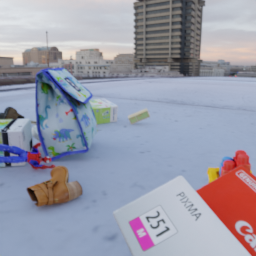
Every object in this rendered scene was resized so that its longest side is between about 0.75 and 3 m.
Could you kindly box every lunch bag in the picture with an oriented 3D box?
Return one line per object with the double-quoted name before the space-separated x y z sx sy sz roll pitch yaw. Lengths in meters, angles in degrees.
"lunch bag" -2.204 -0.681 9.874 1.843 2.892 2.459 -16 13 5

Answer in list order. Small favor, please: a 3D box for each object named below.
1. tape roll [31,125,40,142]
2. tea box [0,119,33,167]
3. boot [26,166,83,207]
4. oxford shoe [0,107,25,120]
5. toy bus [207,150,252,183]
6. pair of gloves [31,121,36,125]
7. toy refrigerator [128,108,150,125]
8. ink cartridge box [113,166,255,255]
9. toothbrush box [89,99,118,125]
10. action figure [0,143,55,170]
"tape roll" -3.189 0.301 10.718 1.109 0.203 1.109 35 10 -7
"tea box" -4.205 0.463 9.289 1.728 1.174 1.757 -4 15 -10
"boot" -1.945 1.440 6.910 1.133 0.560 1.460 -9 28 -37
"oxford shoe" -5.546 -0.377 13.535 1.094 0.942 2.592 12 13 -18
"toy bus" 1.943 1.315 5.084 1.177 1.665 1.734 4 16 10
"pair of gloves" -3.320 -0.073 12.727 1.850 0.324 1.573 6 1 3
"toy refrigerator" 0.540 -0.568 14.049 1.045 0.397 0.366 -21 26 9
"ink cartridge box" 1.333 1.559 3.449 2.311 0.580 2.663 -27 36 -8
"toothbrush box" -1.828 -0.837 14.567 2.117 0.911 1.541 -8 24 -32
"action figure" -2.860 0.758 7.871 1.109 0.731 2.240 -11 -17 28
